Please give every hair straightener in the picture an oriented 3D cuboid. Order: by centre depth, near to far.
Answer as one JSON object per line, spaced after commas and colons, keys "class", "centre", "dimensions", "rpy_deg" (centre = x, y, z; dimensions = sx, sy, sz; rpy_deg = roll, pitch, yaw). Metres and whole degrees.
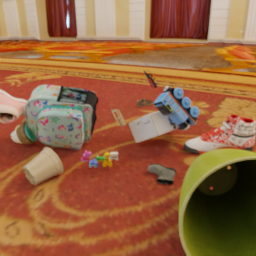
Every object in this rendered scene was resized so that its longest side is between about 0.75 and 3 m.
{"class": "hair straightener", "centre": [0.928, -2.020, 11.544], "dimensions": [0.375, 0.200, 0.976], "rpy_deg": [-12, 59, -36]}

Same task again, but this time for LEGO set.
{"class": "LEGO set", "centre": [-0.862, 0.968, 9.204], "dimensions": [1.275, 0.523, 0.486], "rpy_deg": [0, 34, -19]}

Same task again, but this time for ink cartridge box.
{"class": "ink cartridge box", "centre": [1.328, -0.203, 11.063], "dimensions": [2.121, 0.884, 1.541], "rpy_deg": [-19, -3, -33]}

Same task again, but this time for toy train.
{"class": "toy train", "centre": [1.753, -0.656, 9.965], "dimensions": [0.996, 1.743, 0.756], "rpy_deg": [-50, 17, -18]}

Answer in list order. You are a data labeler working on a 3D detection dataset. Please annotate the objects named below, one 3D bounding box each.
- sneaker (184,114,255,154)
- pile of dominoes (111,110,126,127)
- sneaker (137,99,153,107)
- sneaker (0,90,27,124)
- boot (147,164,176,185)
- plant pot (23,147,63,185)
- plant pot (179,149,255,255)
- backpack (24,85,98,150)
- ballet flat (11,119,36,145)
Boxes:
{"class": "sneaker", "centre": [3.407, 0.192, 10.410], "dimensions": [2.614, 1.401, 0.873], "rpy_deg": [0, 23, 1]}
{"class": "pile of dominoes", "centre": [-0.343, -0.435, 11.426], "dimensions": [0.122, 0.764, 0.595], "rpy_deg": [-27, -6, 31]}
{"class": "sneaker", "centre": [0.970, -1.459, 15.691], "dimensions": [1.078, 0.407, 0.380], "rpy_deg": [-16, 27, -32]}
{"class": "sneaker", "centre": [-4.277, -0.569, 10.452], "dimensions": [0.802, 1.114, 2.131], "rpy_deg": [-28, -20, 9]}
{"class": "boot", "centre": [1.003, 1.463, 8.813], "dimensions": [0.976, 0.331, 0.638], "rpy_deg": [7, 29, 21]}
{"class": "plant pot", "centre": [-2.672, 1.255, 8.649], "dimensions": [0.991, 0.991, 0.907], "rpy_deg": [19, 41, 38]}
{"class": "plant pot", "centre": [2.254, 1.513, 6.353], "dimensions": [2.568, 2.568, 2.744], "rpy_deg": [1, 10, 2]}
{"class": "backpack", "centre": [-2.563, -0.410, 10.520], "dimensions": [2.523, 2.240, 1.900], "rpy_deg": [12, 44, 0]}
{"class": "ballet flat", "centre": [-4.249, 0.127, 11.483], "dimensions": [0.950, 0.891, 2.627], "rpy_deg": [-22, 24, -1]}
